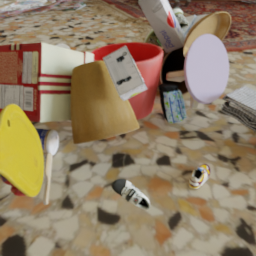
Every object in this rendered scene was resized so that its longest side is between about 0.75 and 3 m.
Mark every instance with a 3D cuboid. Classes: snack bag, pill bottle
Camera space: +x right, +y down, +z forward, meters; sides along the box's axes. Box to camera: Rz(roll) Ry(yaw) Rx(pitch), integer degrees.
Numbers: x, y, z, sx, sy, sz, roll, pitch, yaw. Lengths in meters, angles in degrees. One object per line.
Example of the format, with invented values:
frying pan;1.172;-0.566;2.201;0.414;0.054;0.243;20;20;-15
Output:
snack bag;2.504;-4.151;11.794;2.100;0.225;1.980;8;55;41
pill bottle;-2.953;0.402;8.634;1.434;0.796;0.796;4;35;6

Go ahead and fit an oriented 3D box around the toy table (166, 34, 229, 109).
toy table;2.563;-1.890;9.884;2.147;2.336;1.368;17;-9;-5

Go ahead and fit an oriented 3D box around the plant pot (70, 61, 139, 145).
plant pot;-0.869;-0.757;7.930;1.920;2.060;1.920;-15;4;1

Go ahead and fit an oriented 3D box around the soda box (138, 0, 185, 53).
soda box;1.262;-3.891;10.161;0.768;2.251;0.714;-14;42;30

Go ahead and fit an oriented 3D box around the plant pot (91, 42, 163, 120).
plant pot;-0.018;-1.664;10.202;2.575;2.279;2.575;-3;32;2

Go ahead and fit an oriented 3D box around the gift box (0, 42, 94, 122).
gift box;-2.339;-1.213;8.647;2.663;2.457;2.486;12;10;29

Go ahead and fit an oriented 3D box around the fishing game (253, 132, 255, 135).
fishing game;5.697;-0.073;9.544;2.489;0.387;1.783;11;36;28

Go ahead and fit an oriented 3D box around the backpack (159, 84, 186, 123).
backpack;1.547;-0.823;9.769;1.046;1.361;1.110;3;12;2

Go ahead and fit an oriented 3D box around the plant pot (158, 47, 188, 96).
plant pot;1.627;-2.616;12.214;2.048;2.048;2.191;-18;27;-24

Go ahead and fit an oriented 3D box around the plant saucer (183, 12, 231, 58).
plant saucer;2.784;-3.397;10.229;2.073;2.073;0.367;-20;62;-26

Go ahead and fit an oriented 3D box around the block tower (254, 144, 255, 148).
block tower;4.531;0.790;8.400;0.461;0.431;1.596;-12;36;-18

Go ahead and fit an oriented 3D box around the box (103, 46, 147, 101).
box;-0.089;-1.367;7.059;0.703;0.363;1.206;-27;70;8

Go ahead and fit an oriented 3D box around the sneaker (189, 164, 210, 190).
sneaker;2.015;1.243;7.709;0.394;0.474;1.051;19;39;26

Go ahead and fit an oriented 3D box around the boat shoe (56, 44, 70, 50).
boat shoe;-2.954;-2.059;10.934;0.910;0.866;2.528;18;78;-8

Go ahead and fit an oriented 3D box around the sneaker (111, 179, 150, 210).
sneaker;0.095;1.376;5.769;0.944;0.350;0.418;34;-5;-15

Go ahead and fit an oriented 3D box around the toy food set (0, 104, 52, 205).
toy food set;-2.389;0.657;5.749;0.864;2.646;1.557;-7;58;0

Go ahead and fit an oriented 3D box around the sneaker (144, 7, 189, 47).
sneaker;1.514;-3.711;11.306;0.873;2.271;1.006;11;37;-53

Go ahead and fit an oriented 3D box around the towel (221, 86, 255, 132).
towel;3.999;-0.583;9.051;1.399;0.723;1.689;-25;47;-38
